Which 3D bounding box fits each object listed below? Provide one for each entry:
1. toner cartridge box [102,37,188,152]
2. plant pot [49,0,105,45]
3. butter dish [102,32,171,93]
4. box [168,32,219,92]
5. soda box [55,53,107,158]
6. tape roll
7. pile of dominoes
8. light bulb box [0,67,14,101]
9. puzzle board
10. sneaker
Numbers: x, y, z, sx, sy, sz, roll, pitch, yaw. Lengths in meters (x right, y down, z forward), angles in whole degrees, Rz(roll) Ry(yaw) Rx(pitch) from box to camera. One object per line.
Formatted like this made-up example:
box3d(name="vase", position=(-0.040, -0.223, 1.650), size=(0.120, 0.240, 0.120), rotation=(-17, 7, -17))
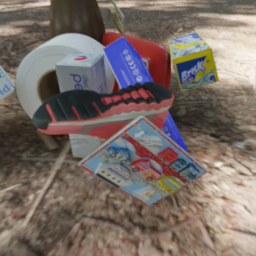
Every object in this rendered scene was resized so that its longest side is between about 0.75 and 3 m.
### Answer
box3d(name="toner cartridge box", position=(0.450, -0.627, 6.781), size=(0.631, 2.923, 1.389), rotation=(-28, -13, 13))
box3d(name="plant pot", position=(-1.674, -3.667, 8.785), size=(1.901, 2.034, 1.901), rotation=(0, 44, 0))
box3d(name="butter dish", position=(0.509, -1.810, 9.169), size=(2.497, 2.491, 1.846), rotation=(25, 37, 31))
box3d(name="box", position=(1.756, -1.994, 8.005), size=(0.997, 0.915, 2.846), rotation=(-14, 23, 12))
box3d(name="soda box", position=(-1.003, -0.457, 6.862), size=(0.881, 2.581, 0.819), rotation=(7, 35, 14))
box3d(name="tape roll", position=(-1.696, -1.308, 8.129), size=(2.537, 2.537, 1.742), rotation=(2, 28, 3))
box3d(name="pile of dominoes", position=(-0.380, -3.383, 8.902), size=(0.207, 1.013, 1.299), rotation=(-19, 54, -8))
box3d(name="light bulb box", position=(-4.412, -0.986, 7.409), size=(2.338, 1.472, 2.359), rotation=(-39, 22, -10))
box3d(name="puzzle board", position=(0.324, 0.750, 5.082), size=(1.485, 1.971, 0.171), rotation=(-38, 35, 21))
box3d(name="sneaker", position=(-0.380, -0.069, 5.203), size=(2.611, 1.132, 0.962), rotation=(-9, 37, -17))
